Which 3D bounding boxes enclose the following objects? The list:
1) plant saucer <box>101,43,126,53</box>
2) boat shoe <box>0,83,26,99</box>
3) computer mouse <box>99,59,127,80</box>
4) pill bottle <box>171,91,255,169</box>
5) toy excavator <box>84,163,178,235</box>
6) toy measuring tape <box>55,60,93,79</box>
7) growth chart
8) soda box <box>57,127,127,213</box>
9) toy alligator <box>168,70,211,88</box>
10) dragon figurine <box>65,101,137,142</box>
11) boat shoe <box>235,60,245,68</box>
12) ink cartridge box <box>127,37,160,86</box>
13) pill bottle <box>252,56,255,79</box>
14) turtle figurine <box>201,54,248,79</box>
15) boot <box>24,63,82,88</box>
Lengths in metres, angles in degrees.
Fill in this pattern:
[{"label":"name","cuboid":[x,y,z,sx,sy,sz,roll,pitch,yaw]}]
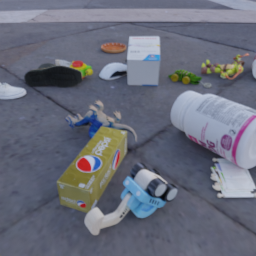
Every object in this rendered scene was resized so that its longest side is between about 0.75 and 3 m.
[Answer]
[{"label":"plant saucer","cuboid":[-0.903,-4.940,17.380,1.536,0.248,1.536,1,34,0]},{"label":"boat shoe","cuboid":[-5.350,-1.604,11.966,1.827,0.597,0.672,-5,34,-7]},{"label":"computer mouse","cuboid":[-0.295,-3.060,14.201,2.646,0.581,1.451,-27,43,-35]},{"label":"pill bottle","cuboid":[2.775,-0.090,8.643,1.618,1.618,2.855,-21,34,-29]},{"label":"toy excavator","cuboid":[0.076,1.782,6.613,0.906,1.813,1.763,36,3,43]},{"label":"toy measuring tape","cuboid":[-2.835,-2.911,13.753,2.495,0.918,0.918,18,37,25]},{"label":"growth chart","cuboid":[2.908,1.361,7.867,1.211,0.148,1.674,4,33,7]},{"label":"soda box","cuboid":[-0.871,1.022,7.746,0.888,0.839,2.623,12,35,16]},{"label":"toy alligator","cuboid":[2.903,-2.407,13.256,2.182,0.524,0.723,18,38,25]},{"label":"dragon figurine","cuboid":[-0.859,-0.033,9.426,2.560,1.273,0.753,29,37,7]},{"label":"boat shoe","cuboid":[5.573,-3.070,14.359,1.331,0.504,0.478,-31,47,-25]},{"label":"ink cartridge box","cuboid":[0.739,-3.169,13.197,1.472,1.446,1.999,2,48,4]},{"label":"pill bottle","cuboid":[6.745,-3.125,13.802,1.120,1.120,2.044,15,36,22]},{"label":"turtle figurine","cuboid":[4.800,-2.962,13.822,2.039,0.814,2.529,13,47,35]},{"label":"boot","cuboid":[-3.363,-2.719,13.405,2.626,1.017,1.816,3,28,3]}]
